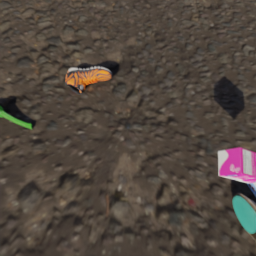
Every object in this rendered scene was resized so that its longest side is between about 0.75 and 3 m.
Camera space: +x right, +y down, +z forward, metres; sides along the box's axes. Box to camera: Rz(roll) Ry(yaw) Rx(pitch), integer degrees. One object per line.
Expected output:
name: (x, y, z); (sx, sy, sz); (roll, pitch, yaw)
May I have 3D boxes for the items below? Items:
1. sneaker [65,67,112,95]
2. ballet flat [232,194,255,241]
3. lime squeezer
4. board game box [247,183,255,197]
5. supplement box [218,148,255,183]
sneaker: (-1.360, -1.554, 9.499); (1.598, 0.620, 0.895); (-1, 57, 12)
ballet flat: (3.217, 2.410, 6.616); (0.654, 0.662, 1.946); (-6, 56, -32)
lime squeezer: (-4.416, -0.196, 8.621); (2.784, 0.525, 0.983); (-9, 85, -8)
board game box: (4.071, 1.887, 7.104); (1.272, 0.308, 1.682); (-17, 55, -12)
supplement box: (2.211, 0.731, 5.313); (0.980, 0.496, 0.506); (18, 68, -31)
